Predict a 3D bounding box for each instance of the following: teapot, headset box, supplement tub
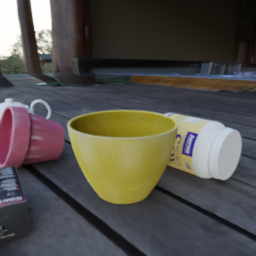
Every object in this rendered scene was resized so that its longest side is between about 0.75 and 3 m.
[{"bbox_3d":[-5.134,-0.394,12.509,2.456,1.817,2.488,6,16,19],"label":"teapot"},{"bbox_3d":[-3.276,1.800,6.338,1.727,0.896,2.320,-9,19,-26],"label":"headset box"},{"bbox_3d":[2.121,0.570,9.066,1.806,1.806,2.485,-15,21,-42],"label":"supplement tub"}]

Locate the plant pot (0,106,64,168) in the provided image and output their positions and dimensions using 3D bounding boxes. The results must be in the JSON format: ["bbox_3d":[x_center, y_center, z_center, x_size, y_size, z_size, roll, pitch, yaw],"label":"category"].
[{"bbox_3d":[-3.360,0.395,9.757,1.874,2.094,2.094,9,7,-37],"label":"plant pot"}]

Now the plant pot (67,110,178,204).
[{"bbox_3d":[-0.143,0.810,7.720,2.903,2.061,2.903,0,16,0],"label":"plant pot"}]
